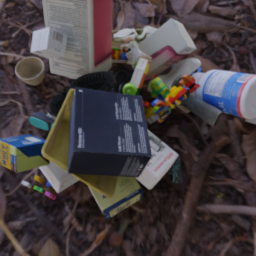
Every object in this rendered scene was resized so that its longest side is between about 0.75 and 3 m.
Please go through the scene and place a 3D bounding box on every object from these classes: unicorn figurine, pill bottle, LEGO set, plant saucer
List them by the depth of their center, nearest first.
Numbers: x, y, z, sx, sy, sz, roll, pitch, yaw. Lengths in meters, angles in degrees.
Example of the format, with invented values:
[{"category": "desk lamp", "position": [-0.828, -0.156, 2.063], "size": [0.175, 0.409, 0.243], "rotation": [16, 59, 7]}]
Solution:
[{"category": "plant saucer", "position": [-1.281, 0.514, 8.422], "size": [2.553, 0.619, 2.553], "rotation": [40, 42, -28]}, {"category": "LEGO set", "position": [-2.966, 1.892, 9.414], "size": [1.269, 0.521, 0.484], "rotation": [20, 65, 10]}, {"category": "unicorn figurine", "position": [0.263, -2.514, 9.470], "size": [0.844, 1.229, 0.454], "rotation": [-13, 36, 38]}, {"category": "pill bottle", "position": [3.314, -1.252, 9.705], "size": [1.413, 1.413, 2.519], "rotation": [-41, 34, -18]}]

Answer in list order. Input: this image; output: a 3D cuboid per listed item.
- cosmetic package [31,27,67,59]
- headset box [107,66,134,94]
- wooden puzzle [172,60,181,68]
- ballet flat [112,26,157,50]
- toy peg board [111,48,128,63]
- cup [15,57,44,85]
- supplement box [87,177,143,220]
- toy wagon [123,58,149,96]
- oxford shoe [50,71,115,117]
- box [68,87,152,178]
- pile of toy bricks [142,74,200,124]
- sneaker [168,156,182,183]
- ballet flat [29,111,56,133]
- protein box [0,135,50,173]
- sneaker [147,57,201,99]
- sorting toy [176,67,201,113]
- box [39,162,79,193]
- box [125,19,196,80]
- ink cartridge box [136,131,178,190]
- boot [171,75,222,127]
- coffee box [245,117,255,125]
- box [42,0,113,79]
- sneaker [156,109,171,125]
[{"category": "cosmetic package", "position": [-2.479, -2.627, 8.758], "size": [0.849, 0.700, 0.700], "rotation": [3, 85, 39]}, {"category": "headset box", "position": [-0.392, -1.602, 11.009], "size": [1.473, 0.743, 1.982], "rotation": [3, 64, 1]}, {"category": "wooden puzzle", "position": [2.202, -2.415, 11.786], "size": [0.708, 0.084, 1.194], "rotation": [5, 64, 3]}, {"category": "ballet flat", "position": [0.477, -3.879, 12.022], "size": [2.916, 1.013, 1.013], "rotation": [-6, 64, -3]}, {"category": "toy peg board", "position": [-0.343, -2.888, 11.161], "size": [1.208, 1.213, 0.593], "rotation": [8, 105, 28]}, {"category": "cup", "position": [-3.832, -2.168, 11.260], "size": [1.111, 0.795, 1.111], "rotation": [-1, 64, 2]}, {"category": "supplement box", "position": [-0.467, 1.951, 9.141], "size": [1.411, 0.947, 1.409], "rotation": [-28, 67, -13]}, {"category": "toy wagon", "position": [0.071, -1.084, 9.518], "size": [0.503, 2.544, 1.974], "rotation": [20, 38, 0]}, {"category": "oxford shoe", "position": [-1.468, -1.240, 9.727], "size": [2.586, 1.091, 0.940], "rotation": [-22, 91, 25]}, {"category": "box", "position": [-0.575, 0.118, 7.634], "size": [1.955, 1.118, 2.147], "rotation": [7, 50, -16]}, {"category": "pile of toy bricks", "position": [1.077, -1.106, 8.726], "size": [1.280, 2.307, 1.139], "rotation": [-39, 90, -24]}, {"category": "sneaker", "position": [1.529, 1.329, 9.258], "size": [0.406, 0.386, 1.024], "rotation": [-6, 81, -3]}, {"category": "ballet flat", "position": [-2.685, -0.071, 10.269], "size": [2.056, 0.751, 0.751], "rotation": [26, 66, 21]}, {"category": "protein box", "position": [-2.959, 0.686, 7.927], "size": [1.050, 1.042, 0.708], "rotation": [13, 105, 39]}, {"category": "sneaker", "position": [1.856, -1.800, 10.660], "size": [2.237, 0.833, 0.974], "rotation": [-35, 65, 6]}, {"category": "sorting toy", "position": [2.198, -1.527, 11.131], "size": [1.558, 0.377, 2.768], "rotation": [40, 72, 15]}, {"category": "box", "position": [-2.079, 1.201, 9.106], "size": [1.235, 0.812, 1.242], "rotation": [-29, 67, -33]}, {"category": "box", "position": [1.205, -2.785, 10.240], "size": [2.099, 1.342, 1.144], "rotation": [-31, 87, 28]}, {"category": "ink cartridge box", "position": [0.448, 0.812, 8.757], "size": [1.801, 0.757, 1.310], "rotation": [39, 48, 14]}, {"category": "boot", "position": [2.267, -0.855, 9.268], "size": [0.625, 1.565, 1.721], "rotation": [-43, 60, -6]}, {"category": "coffee box", "position": [5.118, -1.121, 10.622], "size": [0.724, 1.026, 1.815], "rotation": [19, 64, 9]}, {"category": "box", "position": [-1.643, -3.283, 9.666], "size": [1.826, 2.855, 1.556], "rotation": [16, 38, 16]}, {"category": "sneaker", "position": [1.322, -0.512, 10.430], "size": [0.342, 0.411, 0.912], "rotation": [22, 103, -17]}]
